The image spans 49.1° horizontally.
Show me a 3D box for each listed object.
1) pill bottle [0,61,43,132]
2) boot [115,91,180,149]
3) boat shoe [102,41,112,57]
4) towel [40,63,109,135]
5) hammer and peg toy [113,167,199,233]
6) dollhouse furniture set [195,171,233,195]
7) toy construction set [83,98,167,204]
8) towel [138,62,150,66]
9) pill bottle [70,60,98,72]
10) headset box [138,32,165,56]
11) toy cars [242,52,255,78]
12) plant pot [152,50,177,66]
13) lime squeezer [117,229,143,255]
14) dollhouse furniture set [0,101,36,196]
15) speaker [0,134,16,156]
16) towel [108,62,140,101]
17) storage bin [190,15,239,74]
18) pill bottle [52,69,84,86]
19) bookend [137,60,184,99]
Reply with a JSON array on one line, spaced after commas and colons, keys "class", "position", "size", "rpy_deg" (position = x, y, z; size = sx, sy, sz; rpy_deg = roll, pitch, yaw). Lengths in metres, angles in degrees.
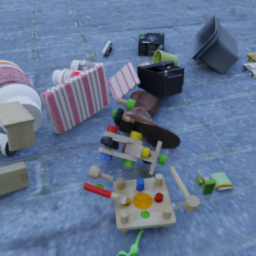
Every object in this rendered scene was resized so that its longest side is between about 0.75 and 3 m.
[{"class": "pill bottle", "position": [-4.082, -1.032, 9.779], "size": [1.687, 1.687, 2.986], "rpy_deg": [-22, 44, -24]}, {"class": "boot", "position": [0.895, -0.424, 9.870], "size": [2.261, 0.779, 2.426], "rpy_deg": [22, 33, 5]}, {"class": "boat shoe", "position": [-1.002, -4.023, 14.386], "size": [0.348, 0.421, 1.228], "rpy_deg": [14, 48, 7]}, {"class": "towel", "position": [-1.690, -1.005, 9.543], "size": [2.438, 1.784, 0.365], "rpy_deg": [-35, 53, -27]}, {"class": "hammer and peg toy", "position": [0.657, 1.833, 7.124], "size": [2.020, 0.712, 1.486], "rpy_deg": [-5, 39, -5]}, {"class": "dollhouse furniture set", "position": [2.441, 1.422, 7.798], "size": [0.930, 0.467, 0.609], "rpy_deg": [-7, 40, -8]}, {"class": "toy construction set", "position": [0.101, 0.887, 7.488], "size": [1.868, 2.028, 2.432], "rpy_deg": [21, 59, 1]}, {"class": "towel", "position": [0.911, -2.928, 13.292], "size": [0.763, 0.087, 0.550], "rpy_deg": [30, 49, 31]}, {"class": "pill bottle", "position": [-1.870, -2.604, 12.424], "size": [1.241, 0.706, 0.706], "rpy_deg": [13, 42, 16]}, {"class": "headset box", "position": [1.218, -4.352, 14.503], "size": [1.330, 0.709, 1.527], "rpy_deg": [4, 40, 5]}, {"class": "toy cars", "position": [5.957, -3.079, 13.145], "size": [1.015, 0.501, 2.264], "rpy_deg": [17, 43, 20]}, {"class": "plant pot", "position": [1.733, -3.032, 12.844], "size": [0.905, 0.985, 0.985], "rpy_deg": [0, 38, -20]}, {"class": "lime squeezer", "position": [-0.083, 2.776, 6.364], "size": [1.340, 0.253, 0.473], "rpy_deg": [-25, 46, -26]}, {"class": "dollhouse furniture set", "position": [-3.644, 0.567, 7.700], "size": [1.882, 1.979, 1.613], "rpy_deg": [-15, 30, -31]}, {"class": "speaker", "position": [-4.340, 0.419, 8.870], "size": [1.573, 0.639, 0.639], "rpy_deg": [13, 42, 14]}, {"class": "towel", "position": [-0.172, -1.754, 10.808], "size": [0.202, 1.347, 0.986], "rpy_deg": [1, 60, -49]}, {"class": "storage bin", "position": [4.019, -3.667, 13.022], "size": [1.723, 1.867, 2.566], "rpy_deg": [35, 40, -12]}, {"class": "pill bottle", "position": [-2.233, -1.912, 11.447], "size": [1.601, 0.899, 0.899], "rpy_deg": [11, 41, 14]}, {"class": "bookend", "position": [1.631, -1.971, 11.080], "size": [1.893, 0.877, 1.905], "rpy_deg": [-16, 29, -26]}]
